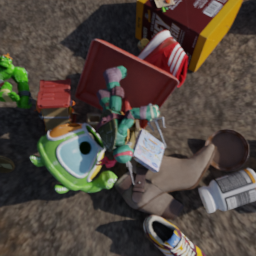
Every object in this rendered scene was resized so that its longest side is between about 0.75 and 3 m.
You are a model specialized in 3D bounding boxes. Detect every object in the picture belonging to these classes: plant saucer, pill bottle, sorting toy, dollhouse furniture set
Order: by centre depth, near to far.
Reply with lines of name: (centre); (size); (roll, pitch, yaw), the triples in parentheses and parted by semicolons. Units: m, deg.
pill bottle: (2.807, 1.769, 7.758); (1.536, 0.894, 0.894); (-19, 67, 3)
plant saucer: (-0.131, -1.229, 8.198); (2.502, 2.507, 0.460); (25, 52, -6)
dollhouse furniture set: (-1.109, -0.503, 8.419); (2.922, 1.572, 1.188); (-1, 46, -7)
plant saucer: (3.116, 0.704, 8.903); (1.338, 0.230, 1.338); (-2, 83, 17)
sorting toy: (1.218, -4.174, 9.296); (0.624, 0.124, 0.844); (-13, 66, -6)

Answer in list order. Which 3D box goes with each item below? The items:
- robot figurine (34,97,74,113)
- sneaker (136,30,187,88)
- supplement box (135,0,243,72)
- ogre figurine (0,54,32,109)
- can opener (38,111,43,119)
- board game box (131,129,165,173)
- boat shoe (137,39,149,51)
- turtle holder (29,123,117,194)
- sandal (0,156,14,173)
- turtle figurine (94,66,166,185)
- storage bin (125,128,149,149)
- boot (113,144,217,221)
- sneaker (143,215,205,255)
robot figurine: (-2.519, -0.784, 9.492); (1.325, 0.953, 0.773); (4, 34, 2)
sneaker: (0.736, -1.542, 8.775); (1.538, 2.663, 1.043); (51, 38, 10)
supplement box: (2.187, -4.158, 10.379); (2.792, 1.854, 2.754); (35, 71, 14)
ogre figurine: (-3.861, -1.480, 8.248); (2.173, 1.066, 1.303); (10, 59, -16)
can opener: (-2.684, -0.419, 8.787); (0.205, 0.780, 0.259); (23, 91, -17)
board game box: (0.573, 0.652, 7.965); (0.920, 0.189, 0.918); (36, 53, -20)
boat shoe: (0.779, -2.394, 9.239); (1.184, 0.372, 0.432); (43, 67, -12)
turtle holder: (-1.362, 0.875, 7.602); (1.556, 1.665, 2.191); (-37, 79, 6)
sandal: (-4.485, 0.937, 8.835); (1.903, 0.764, 0.514); (7, 45, 8)
turtle figurine: (-0.143, -0.065, 7.119); (1.388, 2.064, 2.758); (5, 57, -38)
storage bin: (0.109, 0.415, 9.140); (0.930, 0.436, 0.924); (21, 69, 8)
boot: (1.039, 1.210, 8.399); (2.137, 1.026, 2.922); (33, 75, 8)
sneaker: (1.317, 3.236, 7.570); (2.203, 0.993, 0.826); (34, 70, 13)
